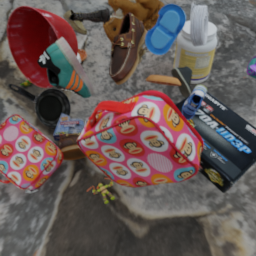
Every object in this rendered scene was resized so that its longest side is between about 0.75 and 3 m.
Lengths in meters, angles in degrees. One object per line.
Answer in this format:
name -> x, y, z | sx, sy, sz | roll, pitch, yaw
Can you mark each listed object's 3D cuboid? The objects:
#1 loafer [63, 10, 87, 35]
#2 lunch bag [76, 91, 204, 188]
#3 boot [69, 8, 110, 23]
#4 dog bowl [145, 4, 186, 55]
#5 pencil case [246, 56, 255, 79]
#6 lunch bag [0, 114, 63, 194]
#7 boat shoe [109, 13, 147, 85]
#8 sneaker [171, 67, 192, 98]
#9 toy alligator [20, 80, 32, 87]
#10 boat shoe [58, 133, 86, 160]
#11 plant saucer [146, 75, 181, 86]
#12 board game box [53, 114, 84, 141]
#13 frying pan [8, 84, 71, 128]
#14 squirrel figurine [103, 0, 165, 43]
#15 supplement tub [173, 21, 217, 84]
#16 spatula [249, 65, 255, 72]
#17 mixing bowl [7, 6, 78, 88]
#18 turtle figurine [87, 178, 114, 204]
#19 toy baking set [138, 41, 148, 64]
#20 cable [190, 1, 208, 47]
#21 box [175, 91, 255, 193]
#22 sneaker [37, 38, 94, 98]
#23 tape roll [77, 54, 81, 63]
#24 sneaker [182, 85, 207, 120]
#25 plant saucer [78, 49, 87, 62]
loafer -> -2.003, -4.070, 10.770 | 1.265, 0.427, 0.481 | 46, 28, 10
lunch bag -> 0.096, 0.322, 7.046 | 2.942, 2.591, 1.205 | -18, 35, 44
boot -> -1.229, -3.534, 8.899 | 1.032, 0.410, 1.186 | -15, 15, -36
dog bowl -> 1.204, -3.086, 8.821 | 0.901, 1.616, 0.400 | 38, 36, 6
pencil case -> 4.516, -1.660, 8.697 | 1.563, 0.722, 0.665 | 22, 66, -4
lunch bag -> -3.633, 0.951, 9.384 | 2.405, 0.985, 2.118 | 38, 77, 14
boat shoe -> -0.149, -2.717, 9.400 | 0.999, 0.998, 2.838 | -15, 46, 35
sneaker -> 2.176, -1.687, 10.219 | 0.693, 0.488, 1.305 | -19, 79, -26
toy alligator -> -4.647, -2.193, 13.334 | 1.032, 0.248, 0.342 | -38, 25, -30
boat shoe -> -1.168, 0.466, 10.271 | 2.808, 0.988, 0.987 | -5, 52, -4
plant saucer -> 1.171, -1.578, 9.293 | 1.166, 0.218, 1.166 | 8, 5, -1
board game box -> -2.354, -0.080, 11.195 | 1.154, 0.356, 1.153 | -5, 52, -4
frying pan -> -3.423, -0.799, 10.953 | 2.596, 1.570, 0.423 | 0, 2, -42
squirrel figurine -> 0.245, -4.420, 11.518 | 1.880, 2.656, 2.479 | 26, 89, 49
supplement tub -> 3.094, -3.508, 13.049 | 1.789, 2.461, 1.789 | 0, 46, 0
spatula -> 3.833, -1.685, 7.402 | 0.698, 0.254, 2.470 | 44, 49, 14
mixing bowl -> -2.871, -3.035, 10.261 | 2.820, 2.820, 1.527 | 27, 40, 23
turtle figurine -> -0.828, 2.115, 9.202 | 0.928, 0.299, 0.749 | -21, 57, -26
toy baking set -> 0.474, -2.727, 10.513 | 0.250, 1.649, 2.149 | 35, 80, -18
cable -> 2.616, -3.708, 10.222 | 0.493, 1.424, 1.424 | 4, 80, 24
box -> 2.648, 0.245, 8.833 | 2.351, 0.680, 2.958 | -31, 62, -29
sneaker -> -1.840, -1.542, 8.372 | 1.036, 2.592, 0.925 | -34, 65, -5
tape roll -> -2.996, -3.444, 14.228 | 1.138, 0.398, 1.138 | -2, 61, 3
sneaker -> 1.871, -0.670, 8.180 | 0.443, 1.198, 0.493 | 23, 39, 5
plant saucer -> -2.818, -3.796, 14.900 | 1.257, 0.203, 1.257 | -1, 47, 1
